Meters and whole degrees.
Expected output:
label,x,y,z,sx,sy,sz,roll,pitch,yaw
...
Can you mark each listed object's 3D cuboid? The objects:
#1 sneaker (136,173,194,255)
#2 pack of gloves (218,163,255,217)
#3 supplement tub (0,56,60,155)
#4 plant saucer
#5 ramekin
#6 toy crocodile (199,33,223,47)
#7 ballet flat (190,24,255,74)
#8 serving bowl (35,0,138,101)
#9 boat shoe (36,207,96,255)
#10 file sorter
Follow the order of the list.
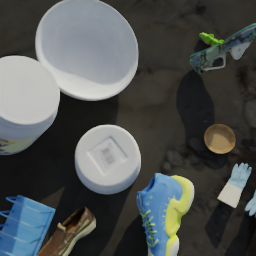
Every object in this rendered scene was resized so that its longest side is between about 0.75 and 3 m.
label,x,y,z,sx,sy,sz,roll,pitch,yaw
sneaker,0.652,2.324,7.017,1.359,0.980,2.587,25,69,-4
pack of gloves,3.204,1.657,7.473,1.146,0.269,1.364,25,63,25
supplement tub,-2.804,-0.451,6.783,1.825,2.517,1.825,11,68,-29
plant saucer,2.602,0.326,8.010,0.866,0.153,0.866,-1,72,2
ramekin,-0.548,0.808,7.481,1.840,0.897,1.840,1,74,-2
toy crocodile,2.679,-2.678,8.786,1.008,0.311,0.340,34,41,10
ballet flat,2.792,-2.149,7.991,2.070,0.768,0.768,-23,72,36
serving bowl,-1.161,-2.077,7.867,2.803,0.922,2.803,2,83,-21
boat shoe,-1.572,2.566,6.694,0.654,0.655,1.770,8,36,42
file sorter,-2.740,2.618,6.954,1.102,0.974,1.588,20,77,6
